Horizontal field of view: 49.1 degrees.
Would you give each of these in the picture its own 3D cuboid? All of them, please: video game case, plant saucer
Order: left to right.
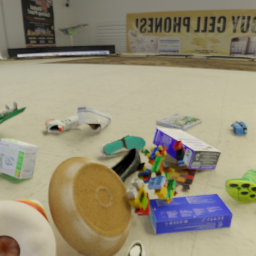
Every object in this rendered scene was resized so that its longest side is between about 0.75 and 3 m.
[{"bbox_3d":[-0.722,1.780,6.876,0.458,2.588,2.588,-35,3,31],"label":"plant saucer"},{"bbox_3d":[2.812,-0.349,15.379,1.759,0.212,1.930,19,27,40],"label":"video game case"}]

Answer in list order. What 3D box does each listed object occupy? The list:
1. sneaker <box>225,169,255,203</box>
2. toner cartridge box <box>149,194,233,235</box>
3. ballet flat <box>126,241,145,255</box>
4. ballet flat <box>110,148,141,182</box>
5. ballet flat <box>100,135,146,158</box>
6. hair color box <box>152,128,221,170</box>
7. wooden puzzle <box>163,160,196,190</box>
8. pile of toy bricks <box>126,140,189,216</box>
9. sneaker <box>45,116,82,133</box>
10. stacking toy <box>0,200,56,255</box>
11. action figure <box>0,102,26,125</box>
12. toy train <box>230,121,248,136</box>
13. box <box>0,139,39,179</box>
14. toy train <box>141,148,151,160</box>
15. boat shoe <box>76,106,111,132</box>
[{"bbox_3d":[3.891,1.820,8.924,2.145,0.794,0.896,2,24,-23],"label":"sneaker"},{"bbox_3d":[1.694,2.393,7.876,2.124,0.459,1.009,-3,20,-8],"label":"toner cartridge box"},{"bbox_3d":[0.031,3.081,5.979,0.579,0.579,1.668,5,22,13],"label":"ballet flat"},{"bbox_3d":[-0.479,1.534,9.533,0.983,0.840,2.958,4,20,28],"label":"ballet flat"},{"bbox_3d":[-0.274,0.766,11.867,2.125,0.804,0.679,-7,-9,-29],"label":"ballet flat"},{"bbox_3d":[2.255,0.786,11.241,1.381,0.819,2.527,6,15,-30],"label":"hair color box"},{"bbox_3d":[1.786,1.664,10.211,1.244,0.147,2.097,8,22,20],"label":"wooden puzzle"},{"bbox_3d":[1.052,1.517,8.042,1.418,1.261,2.555,-15,21,28],"label":"pile of toy bricks"},{"bbox_3d":[-3.210,-0.079,14.175,1.950,0.686,0.912,-6,31,-12],"label":"sneaker"},{"bbox_3d":[-2.540,2.416,6.746,2.005,2.005,2.744,-1,2,-3],"label":"stacking toy"},{"bbox_3d":[-6.015,-0.325,12.488,1.650,0.764,2.794,-18,21,25],"label":"action figure"},{"bbox_3d":[5.600,-0.006,14.122,0.661,0.502,1.157,-4,21,5],"label":"toy train"},{"bbox_3d":[-3.995,1.095,10.109,1.327,1.171,0.642,12,2,27],"label":"box"},{"bbox_3d":[0.903,1.131,10.591,0.301,1.066,0.222,-14,40,55],"label":"toy train"},{"bbox_3d":[-1.619,-0.289,13.858,1.037,1.021,2.923,-6,-10,16],"label":"boat shoe"}]
